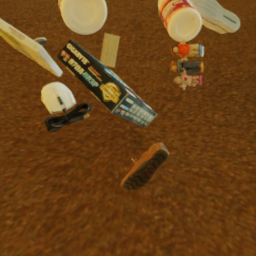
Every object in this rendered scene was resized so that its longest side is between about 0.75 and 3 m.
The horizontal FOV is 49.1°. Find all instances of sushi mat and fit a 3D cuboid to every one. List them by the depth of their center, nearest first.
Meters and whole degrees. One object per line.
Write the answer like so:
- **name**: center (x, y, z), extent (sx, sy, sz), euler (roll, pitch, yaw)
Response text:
- **sushi mat**: center (-0.629, -2.586, 9.409), extent (0.513, 1.073, 0.065), euler (7, 23, -11)

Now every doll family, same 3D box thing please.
- **doll family**: center (1.735, -1.982, 8.424), extent (0.990, 1.596, 0.719), euler (7, 41, 23)

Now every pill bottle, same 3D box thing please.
- **pill bottle**: center (1.465, -3.400, 8.364), extent (0.966, 0.966, 1.764), euler (-6, 45, -6)
- **pill bottle**: center (-1.588, -4.041, 9.292), extent (1.382, 1.382, 2.421), euler (-10, 33, -10)

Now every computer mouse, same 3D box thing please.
- **computer mouse**: center (-1.376, -0.541, 5.494), extent (0.890, 0.356, 1.623), euler (-25, 40, -17)

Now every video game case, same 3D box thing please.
- **video game case**: center (-2.886, -2.287, 7.820), extent (1.889, 2.076, 0.238), euler (33, 86, 4)

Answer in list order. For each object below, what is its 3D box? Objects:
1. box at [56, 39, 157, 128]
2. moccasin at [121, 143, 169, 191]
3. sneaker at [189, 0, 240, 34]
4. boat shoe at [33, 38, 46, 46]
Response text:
- **box**: center (-0.425, -1.029, 7.324), extent (0.594, 2.582, 2.052), euler (-47, 70, 8)
- **moccasin**: center (0.274, 0.710, 5.122), extent (0.406, 1.109, 0.428), euler (31, 16, -17)
- **sneaker**: center (3.014, -4.230, 10.544), extent (2.502, 0.886, 0.914), euler (25, 76, -23)
- **boat shoe**: center (-4.767, -4.174, 14.255), extent (1.376, 0.495, 0.446), euler (-25, 59, -24)
